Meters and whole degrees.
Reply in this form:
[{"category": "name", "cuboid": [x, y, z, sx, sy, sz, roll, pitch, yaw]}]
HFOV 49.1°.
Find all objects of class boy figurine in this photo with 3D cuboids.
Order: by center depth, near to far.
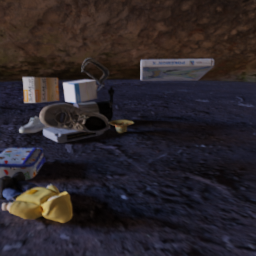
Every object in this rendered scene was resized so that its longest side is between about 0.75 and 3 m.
[{"category": "boy figurine", "cuboid": [-2.224, 1.679, 6.636, 2.240, 0.722, 1.393, 8, 13, 39]}]

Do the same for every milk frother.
[{"category": "milk frother", "cuboid": [-1.808, -1.198, 15.301, 1.977, 2.102, 1.897, -8, 20, -29]}]

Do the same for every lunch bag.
[{"category": "lunch bag", "cuboid": [-3.469, 1.099, 9.077, 1.397, 0.659, 1.743, 1, 15, -4]}]

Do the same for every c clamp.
[{"category": "c clamp", "cuboid": [-1.522, -2.406, 12.568, 1.238, 1.450, 0.196, -36, 27, 30]}]

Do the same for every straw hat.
[{"category": "straw hat", "cuboid": [-0.339, -0.015, 13.761, 1.217, 0.515, 1.217, -1, 14, 0]}]

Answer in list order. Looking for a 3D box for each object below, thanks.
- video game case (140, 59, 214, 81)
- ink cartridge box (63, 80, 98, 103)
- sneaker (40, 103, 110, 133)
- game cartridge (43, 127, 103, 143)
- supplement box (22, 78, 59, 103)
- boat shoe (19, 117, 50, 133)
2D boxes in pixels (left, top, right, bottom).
[{"category": "video game case", "cuboid": [1.307, -1.648, 8.177, 1.884, 0.227, 2.067, 0, -1, 3]}, {"category": "ink cartridge box", "cuboid": [-2.409, -1.944, 14.645, 1.580, 0.990, 1.016, -18, 21, -41]}, {"category": "sneaker", "cuboid": [-1.633, -0.310, 8.965, 2.276, 0.851, 0.933, 5, 4, -22]}, {"category": "game cartridge", "cuboid": [-2.609, 0.159, 13.246, 2.480, 0.502, 1.653, -11, 21, -38]}, {"category": "supplement box", "cuboid": [-3.889, -1.716, 12.639, 0.644, 1.103, 1.750, 3, 10, 21]}, {"category": "boat shoe", "cuboid": [-4.672, -0.229, 14.170, 0.711, 0.726, 2.037, 7, 16, 27]}]
